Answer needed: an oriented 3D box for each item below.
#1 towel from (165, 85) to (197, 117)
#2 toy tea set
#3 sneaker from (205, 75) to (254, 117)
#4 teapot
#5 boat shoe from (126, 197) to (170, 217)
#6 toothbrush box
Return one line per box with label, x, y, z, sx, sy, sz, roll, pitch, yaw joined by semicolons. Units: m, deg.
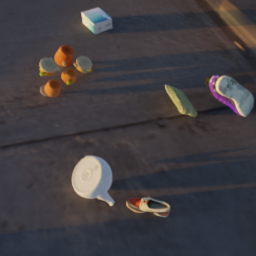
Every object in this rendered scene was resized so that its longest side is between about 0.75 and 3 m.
towel;2.012;-1.029;10.705;1.072;0.264;1.445;9;43;-48
toy tea set;-2.914;-2.379;12.048;1.659;1.033;2.790;42;53;-4
sneaker;3.650;-1.252;10.275;0.798;2.295;1.142;-57;33;-1
teapot;-0.977;1.529;8.486;1.321;0.978;1.339;3;70;35
boat shoe;0.586;2.257;8.188;1.293;0.404;0.460;12;52;12
toothbrush box;-1.662;-5.704;14.889;1.080;0.629;1.476;-27;54;-21
